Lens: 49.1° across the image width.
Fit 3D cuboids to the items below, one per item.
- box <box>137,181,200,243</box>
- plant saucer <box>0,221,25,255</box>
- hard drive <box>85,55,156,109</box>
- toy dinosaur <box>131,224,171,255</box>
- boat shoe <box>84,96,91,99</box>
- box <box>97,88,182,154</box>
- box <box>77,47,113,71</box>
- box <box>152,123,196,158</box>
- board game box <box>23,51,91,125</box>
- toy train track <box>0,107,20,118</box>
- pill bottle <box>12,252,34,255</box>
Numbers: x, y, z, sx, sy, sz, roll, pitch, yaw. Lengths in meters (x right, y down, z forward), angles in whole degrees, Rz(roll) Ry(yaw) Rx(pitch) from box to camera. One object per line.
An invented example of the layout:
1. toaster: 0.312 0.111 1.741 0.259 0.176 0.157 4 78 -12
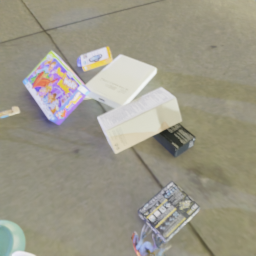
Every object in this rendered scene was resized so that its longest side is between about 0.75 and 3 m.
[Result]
1. box: 1.150 2.340 7.955 1.404 0.345 1.132 -36 56 -22
2. plant saucer: -3.568 3.154 7.333 1.624 0.292 1.624 0 48 0
3. hard drive: -0.294 -1.901 11.210 1.804 0.365 2.736 25 51 19
4. toy dinosaur: 0.309 2.731 6.252 1.568 1.423 0.823 -26 81 -40
5. boat shoe: -1.373 -1.568 11.420 1.344 0.460 0.502 -20 51 -17
6. box: 0.377 -0.293 9.406 2.516 0.978 1.195 -25 30 -6
7. box: -1.525 -3.109 12.713 1.559 0.323 0.928 -18 47 5
8. box: 1.547 0.292 9.737 0.900 0.503 1.275 -28 55 -26
9. board game box: -2.820 -1.601 10.809 1.751 0.583 2.604 -46 56 4
10. toy train track: -5.192 -0.467 10.532 2.065 0.336 1.184 -17 51 -15
11. pill bottle: -2.405 4.114 5.510 1.570 1.570 2.776 16 49 14
